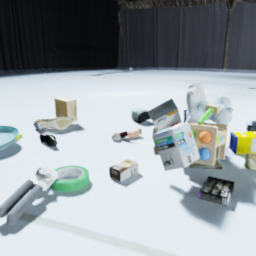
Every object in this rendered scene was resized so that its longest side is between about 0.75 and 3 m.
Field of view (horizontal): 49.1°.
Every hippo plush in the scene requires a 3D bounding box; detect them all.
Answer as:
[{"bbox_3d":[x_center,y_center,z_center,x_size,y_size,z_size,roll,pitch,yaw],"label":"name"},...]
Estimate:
[{"bbox_3d":[3.293,-0.850,11.285,1.810,1.793,2.251,5,50,18],"label":"hippo plush"}]

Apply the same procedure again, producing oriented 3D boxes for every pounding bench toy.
[{"bbox_3d":[2.722,0.134,10.161,1.322,2.128,1.660,7,7,33],"label":"pounding bench toy"}]

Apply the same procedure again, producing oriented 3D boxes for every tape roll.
[{"bbox_3d":[-2.009,1.700,9.535,1.356,0.326,1.356,1,17,0],"label":"tape roll"}]

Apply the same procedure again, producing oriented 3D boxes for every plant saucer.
[{"bbox_3d":[-6.410,0.593,12.582,2.921,0.400,2.921,-2,23,1],"label":"plant saucer"}]

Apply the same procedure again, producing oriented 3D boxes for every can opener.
[{"bbox_3d":[-2.897,1.950,8.342,0.636,0.802,2.415,27,27,5],"label":"can opener"}]

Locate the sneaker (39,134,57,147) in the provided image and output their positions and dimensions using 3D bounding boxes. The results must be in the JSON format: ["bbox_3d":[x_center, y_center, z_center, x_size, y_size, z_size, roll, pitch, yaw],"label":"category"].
[{"bbox_3d":[-3.566,0.510,13.065,0.604,0.523,1.380,-9,19,-43],"label":"sneaker"}]

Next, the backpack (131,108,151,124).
[{"bbox_3d":[0.690,-0.760,16.646,0.998,0.757,1.196,-14,21,-33],"label":"backpack"}]

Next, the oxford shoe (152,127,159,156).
[{"bbox_3d":[1.087,0.452,9.801,0.380,1.030,0.364,-9,-3,38],"label":"oxford shoe"}]

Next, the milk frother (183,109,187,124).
[{"bbox_3d":[3.368,-0.072,13.021,1.690,1.590,1.525,3,19,9],"label":"milk frother"}]

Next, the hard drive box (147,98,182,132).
[{"bbox_3d":[1.765,-0.525,13.284,1.296,0.639,1.663,-28,-26,6],"label":"hard drive box"}]

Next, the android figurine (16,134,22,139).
[{"bbox_3d":[-5.787,0.442,13.738,1.043,0.214,0.950,-14,23,-43],"label":"android figurine"}]

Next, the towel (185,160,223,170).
[{"bbox_3d":[2.690,1.328,10.637,1.481,0.266,1.538,5,8,5],"label":"towel"}]

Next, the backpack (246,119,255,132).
[{"bbox_3d":[6.622,-0.010,14.299,1.011,0.817,1.061,17,19,16],"label":"backpack"}]

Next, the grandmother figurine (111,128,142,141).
[{"bbox_3d":[-0.097,0.320,13.800,1.568,0.475,0.951,-12,-4,-26],"label":"grandmother figurine"}]

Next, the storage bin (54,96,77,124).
[{"bbox_3d":[-3.661,-1.049,16.457,0.664,1.406,1.416,-17,24,-42],"label":"storage bin"}]

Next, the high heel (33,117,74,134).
[{"bbox_3d":[-4.136,-0.378,15.386,2.016,0.720,1.437,-19,31,-26],"label":"high heel"}]

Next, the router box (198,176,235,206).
[{"bbox_3d":[2.789,1.948,8.787,0.858,0.294,1.151,10,20,29],"label":"router box"}]

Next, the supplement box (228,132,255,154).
[{"bbox_3d":[5.204,0.641,12.140,1.418,0.772,0.777,0,17,1],"label":"supplement box"}]

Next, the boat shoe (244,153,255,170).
[{"bbox_3d":[5.329,1.199,10.685,1.857,0.584,0.678,-2,18,-7],"label":"boat shoe"}]

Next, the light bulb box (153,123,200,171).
[{"bbox_3d":[1.586,0.601,9.115,0.784,1.256,1.245,-19,-1,37],"label":"light bulb box"}]

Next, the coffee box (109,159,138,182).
[{"bbox_3d":[-0.151,1.498,10.046,0.572,0.399,1.000,14,22,37],"label":"coffee box"}]
